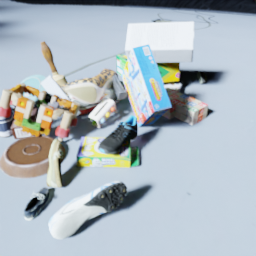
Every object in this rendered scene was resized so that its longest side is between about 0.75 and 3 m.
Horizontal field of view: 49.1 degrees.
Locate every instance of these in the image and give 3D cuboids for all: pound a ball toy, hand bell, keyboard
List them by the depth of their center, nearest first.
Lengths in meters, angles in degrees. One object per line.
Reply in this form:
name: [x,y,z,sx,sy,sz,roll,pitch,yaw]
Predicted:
pound a ball toy: [-0.914,-0.554,11.597,0.580,0.890,1.365,23,59,28]
keyboard: [-2.845,-1.249,11.807,0.562,1.997,0.106,-36,8,15]
hand bell: [-3.508,-2.740,13.133,1.350,2.592,1.350,-15,22,6]

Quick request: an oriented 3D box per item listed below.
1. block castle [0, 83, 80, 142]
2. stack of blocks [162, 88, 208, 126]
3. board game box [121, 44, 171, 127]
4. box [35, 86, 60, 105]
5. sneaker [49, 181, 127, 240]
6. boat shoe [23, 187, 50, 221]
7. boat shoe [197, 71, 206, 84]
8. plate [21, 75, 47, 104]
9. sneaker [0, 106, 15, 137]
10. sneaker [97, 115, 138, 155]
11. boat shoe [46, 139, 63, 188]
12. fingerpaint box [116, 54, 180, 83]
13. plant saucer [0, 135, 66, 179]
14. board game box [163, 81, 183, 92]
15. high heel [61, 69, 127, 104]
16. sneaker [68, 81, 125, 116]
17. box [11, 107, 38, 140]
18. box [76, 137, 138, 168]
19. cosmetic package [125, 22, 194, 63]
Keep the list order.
block castle: [-3.353,-0.567,10.680,2.757,1.293,1.842,20,19,-6]
stack of blocks: [2.139,-0.933,12.314,1.326,0.674,2.302,-26,41,-34]
board game box: [0.588,-1.471,10.659,0.676,2.368,2.419,-16,80,-14]
box: [-3.942,-1.576,12.900,1.483,1.046,0.585,17,12,24]
sneaker: [-1.047,1.986,7.243,2.199,0.790,0.797,-30,29,-12]
boat shoe: [-2.581,2.060,7.915,0.431,0.356,1.152,10,34,16]
boat shoe: [4.107,-2.802,15.437,0.412,0.487,1.367,-1,30,6]
plate: [-4.323,-1.714,12.367,1.690,0.216,1.690,-8,60,13]
sneaker: [-5.012,-0.658,11.415,0.752,1.165,2.147,-11,34,-13]
sneaker: [-0.335,0.204,9.438,0.732,0.819,2.000,22,34,23]
boat shoe: [-2.166,1.084,8.593,0.460,1.462,0.533,5,-12,3]
fingerpaint box: [0.933,-3.207,14.698,2.485,1.093,2.979,-8,25,-14]
plant saucer: [-3.336,0.880,9.771,2.234,0.385,2.234,-1,33,0]
board game box: [1.573,-2.168,14.474,2.274,0.394,1.436,10,30,15]
high heel: [-1.556,-1.917,11.553,2.738,0.978,1.952,0,41,-29]
sneaker: [-1.329,-1.577,12.623,2.955,1.214,1.150,-26,47,-31]
box: [-4.119,-0.225,11.305,0.810,0.606,1.618,-5,34,-7]
box: [-0.668,0.837,9.721,2.072,0.501,1.216,2,32,-1]
cosmetic package: [1.443,-3.833,12.642,2.945,1.049,1.493,3,70,11]
